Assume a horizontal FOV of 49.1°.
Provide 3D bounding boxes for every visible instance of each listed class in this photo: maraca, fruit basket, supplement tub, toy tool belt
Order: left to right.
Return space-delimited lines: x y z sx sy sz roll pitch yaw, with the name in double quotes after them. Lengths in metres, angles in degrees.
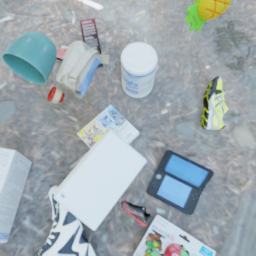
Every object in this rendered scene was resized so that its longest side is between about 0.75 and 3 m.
-1.456 -1.499 8.468 1.252 1.272 2.038 23 97 -27 "toy tool belt"
0.369 -2.043 10.181 1.269 1.924 1.269 0 69 0 "supplement tub"
1.164 4.058 8.233 2.022 1.023 2.183 31 93 11 "fruit basket"
2.340 -3.599 8.102 1.764 1.209 0.944 -47 50 8 "maraca"

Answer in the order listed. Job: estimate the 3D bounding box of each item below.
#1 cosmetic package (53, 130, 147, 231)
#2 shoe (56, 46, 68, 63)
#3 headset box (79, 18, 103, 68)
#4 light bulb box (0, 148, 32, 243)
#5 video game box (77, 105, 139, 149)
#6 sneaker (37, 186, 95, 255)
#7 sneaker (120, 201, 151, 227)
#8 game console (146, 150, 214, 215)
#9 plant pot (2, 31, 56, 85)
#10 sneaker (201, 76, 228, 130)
-0.817 1.330 7.292 1.249 2.033 2.026 40 73 -3 "cosmetic package"
-2.321 -2.857 11.076 1.361 0.486 0.619 17 72 38 "shoe"
-1.455 -3.376 11.051 0.616 1.220 1.641 -11 71 -5 "headset box"
-4.926 1.957 8.789 2.727 1.717 2.751 11 70 4 "light bulb box"
-0.720 0.233 10.155 1.668 0.390 1.520 -42 77 -14 "video game box"
-2.292 3.345 8.588 1.814 1.113 2.788 -25 81 -18 "sneaker"
0.218 2.141 7.261 0.892 0.315 0.436 40 105 2 "sneaker"
1.677 1.810 9.231 1.729 1.023 1.476 26 71 10 "game console"
-2.857 -2.203 8.529 1.428 1.428 1.146 23 70 8 "plant pot"
3.278 -0.894 10.447 0.799 0.789 2.092 13 80 -3 "sneaker"
